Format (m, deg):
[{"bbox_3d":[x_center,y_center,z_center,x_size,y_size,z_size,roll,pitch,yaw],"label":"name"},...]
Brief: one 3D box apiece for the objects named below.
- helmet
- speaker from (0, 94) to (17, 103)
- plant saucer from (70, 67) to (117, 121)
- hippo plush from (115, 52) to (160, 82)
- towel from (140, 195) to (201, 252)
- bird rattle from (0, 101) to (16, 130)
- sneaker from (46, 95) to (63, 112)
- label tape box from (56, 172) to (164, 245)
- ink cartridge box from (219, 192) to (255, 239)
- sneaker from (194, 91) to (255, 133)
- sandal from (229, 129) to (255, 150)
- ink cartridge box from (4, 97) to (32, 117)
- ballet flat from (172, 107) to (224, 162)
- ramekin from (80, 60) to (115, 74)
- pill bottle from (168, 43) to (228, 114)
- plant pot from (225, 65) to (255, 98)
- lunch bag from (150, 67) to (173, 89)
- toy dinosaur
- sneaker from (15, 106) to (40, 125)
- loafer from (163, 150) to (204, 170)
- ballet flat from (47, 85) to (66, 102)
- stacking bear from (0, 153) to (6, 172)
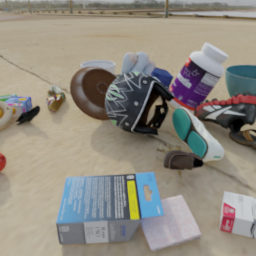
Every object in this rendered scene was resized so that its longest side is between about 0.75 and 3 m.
[{"bbox_3d":[0.271,-0.842,9.521,2.162,2.268,2.268,19,14,-35],"label":"helmet"},{"bbox_3d":[-5.522,-1.262,12.567,1.036,0.458,0.458,-12,29,-23],"label":"speaker"},{"bbox_3d":[-1.088,-1.508,11.259,2.462,2.462,0.450,-21,-10,-36],"label":"plant saucer"},{"bbox_3d":[0.432,-2.099,12.137,2.338,1.863,1.880,-19,46,-14],"label":"hippo plush"},{"bbox_3d":[0.839,2.020,6.041,1.148,0.185,1.096,-10,40,-11],"label":"towel"},{"bbox_3d":[-5.449,-0.577,10.436,2.053,1.419,2.519,19,32,1],"label":"bird rattle"},{"bbox_3d":[-3.319,-1.051,12.171,0.640,0.532,1.420,-5,20,9],"label":"sneaker"},{"bbox_3d":[-0.388,1.752,6.308,2.158,0.683,1.556,-2,27,-2],"label":"label tape box"},{"bbox_3d":[2.671,1.951,6.183,1.158,0.483,0.841,9,28,18],"label":"ink cartridge box"},{"bbox_3d":[3.386,-0.415,9.951,0.926,1.280,2.621,13,-13,-35],"label":"sneaker"},{"bbox_3d":[4.112,0.331,9.218,0.774,0.517,1.893,-8,18,-14],"label":"sandal"},{"bbox_3d":[-4.693,-0.963,11.934,0.911,0.510,1.335,1,25,1],"label":"ink cartridge box"},{"bbox_3d":[2.285,0.234,9.308,0.971,0.971,2.795,-5,30,-10],"label":"ballet flat"},{"bbox_3d":[-1.643,-3.037,15.464,1.894,0.994,1.894,0,27,0],"label":"ramekin"},{"bbox_3d":[2.754,-1.956,11.210,1.497,2.662,1.497,23,28,-13],"label":"pill bottle"},{"bbox_3d":[5.318,-1.677,12.120,2.347,1.581,2.347,0,27,0],"label":"plant pot"},{"bbox_3d":[1.490,-2.304,13.962,1.111,1.082,1.635,12,24,-13],"label":"lunch bag"},{"bbox_3d":[1.310,0.835,8.267,0.909,0.523,1.799,13,27,0],"label":"toy dinosaur"},{"bbox_3d":[-3.849,-0.488,10.749,0.303,1.008,0.526,54,21,19],"label":"sneaker"},{"bbox_3d":[1.525,0.881,7.490,1.376,0.503,0.488,-1,13,-36],"label":"loafer"},{"bbox_3d":[-3.431,-1.716,13.334,0.526,0.561,1.552,-18,32,-31],"label":"ballet flat"},{"bbox_3d":[-4.213,0.758,8.126,1.663,1.010,0.946,27,-8,27],"label":"stacking bear"}]
